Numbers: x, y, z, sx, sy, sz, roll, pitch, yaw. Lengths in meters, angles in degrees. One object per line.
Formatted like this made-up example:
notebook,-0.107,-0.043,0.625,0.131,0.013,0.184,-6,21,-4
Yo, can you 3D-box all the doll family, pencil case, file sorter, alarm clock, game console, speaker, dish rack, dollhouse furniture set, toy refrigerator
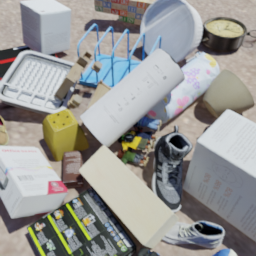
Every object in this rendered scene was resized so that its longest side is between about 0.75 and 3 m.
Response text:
doll family,0.250,0.254,8.367,1.106,0.751,1.913,14,44,18
pencil case,1.778,-1.358,9.321,2.958,1.342,1.230,-37,48,-26
file sorter,-0.267,-2.501,10.180,2.695,1.653,1.870,15,50,12
alarm clock,4.352,-3.992,12.027,2.660,0.886,1.794,-1,47,4
game console,-4.104,-2.644,11.213,2.508,0.389,2.218,-17,47,-15
speaker,0.100,-0.799,7.741,2.908,1.181,1.181,-42,56,0
dish rack,-3.011,-1.496,9.713,2.277,0.578,2.653,15,50,-5
dollhouse furniture set,-1.045,-0.991,9.246,2.387,1.165,2.035,34,53,-18
toy refrigerator,-0.021,1.621,6.833,0.946,0.872,2.491,-46,58,-7

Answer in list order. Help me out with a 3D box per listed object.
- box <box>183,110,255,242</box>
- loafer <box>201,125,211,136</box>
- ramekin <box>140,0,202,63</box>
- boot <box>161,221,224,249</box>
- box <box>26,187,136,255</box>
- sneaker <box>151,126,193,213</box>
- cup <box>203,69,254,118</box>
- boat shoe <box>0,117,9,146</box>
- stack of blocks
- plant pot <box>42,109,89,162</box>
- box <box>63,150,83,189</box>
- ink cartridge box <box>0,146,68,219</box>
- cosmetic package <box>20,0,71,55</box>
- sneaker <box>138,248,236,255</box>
box,2.903,1.249,6.502,2.701,2.057,1.436,34,55,26
loafer,3.007,0.528,8.154,1.859,0.586,0.668,29,54,23
ramekin,1.741,-3.742,10.875,2.441,2.441,1.137,33,33,26
boot,1.405,2.340,6.412,1.510,0.722,0.555,4,48,7
box,-1.076,2.565,6.428,1.830,0.450,1.895,-31,56,-22
sneaker,1.106,0.991,7.079,0.805,1.214,2.133,5,63,-10
cup,3.095,-0.951,9.050,1.099,1.536,1.536,-36,53,4
boat shoe,-3.995,0.062,8.674,0.414,0.371,1.118,-19,59,-19
stack of blocks,-0.153,-5.632,12.736,2.671,1.538,0.782,10,73,-1
plant pot,-1.877,0.106,8.142,1.074,1.105,1.081,-25,58,-20
box,-1.515,1.144,7.750,0.513,0.384,1.025,-5,47,-5
ink cartridge box,-2.535,1.283,6.979,1.766,0.756,1.303,42,20,33
cosmetic package,-3.214,-3.956,10.981,1.398,1.670,1.389,37,46,26
sneaker,0.923,2.902,5.741,2.561,0.983,1.424,-30,63,-16
